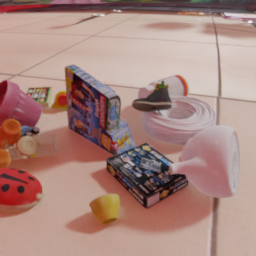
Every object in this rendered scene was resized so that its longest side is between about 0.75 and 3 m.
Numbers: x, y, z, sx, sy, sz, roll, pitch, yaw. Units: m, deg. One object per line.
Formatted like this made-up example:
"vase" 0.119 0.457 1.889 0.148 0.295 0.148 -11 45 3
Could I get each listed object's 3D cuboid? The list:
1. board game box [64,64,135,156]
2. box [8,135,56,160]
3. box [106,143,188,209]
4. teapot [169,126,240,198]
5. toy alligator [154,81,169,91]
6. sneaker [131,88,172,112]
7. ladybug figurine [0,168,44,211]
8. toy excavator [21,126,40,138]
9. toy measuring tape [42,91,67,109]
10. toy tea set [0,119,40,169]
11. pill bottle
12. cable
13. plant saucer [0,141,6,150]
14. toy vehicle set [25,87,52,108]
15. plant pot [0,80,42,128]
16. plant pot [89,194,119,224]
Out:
"board game box" -0.966 -0.428 9.949 2.915 2.916 0.899 37 51 26
"box" -3.313 0.659 9.795 1.526 0.522 0.627 -5 32 -8
"box" 0.547 1.359 8.669 1.665 0.482 2.095 -21 37 -30
"teapot" 2.205 0.910 7.882 1.563 2.140 2.113 -1 50 31
"toy alligator" 1.299 -1.409 11.466 0.522 0.379 1.576 12 42 13
"sneaker" 0.845 -1.080 10.517 1.519 0.568 0.807 0 61 -12
"ladybug figurine" -3.314 1.662 7.936 1.997 0.718 1.355 9 32 14
"toy excavator" -3.968 0.218 10.246 1.099 0.549 1.069 30 38 16
"toy measuring tape" -3.348 -1.274 12.665 2.321 0.854 0.854 -3 31 -5
"toy tea set" -4.229 0.759 8.895 2.571 0.952 1.529 -28 79 -34
"pill bottle" 1.630 -1.629 12.898 2.289 1.254 1.254 -22 37 -32
"cable" 1.953 -0.339 11.019 2.847 0.986 2.848 -7 33 -11
"plant saucer" -5.540 0.678 9.528 2.595 0.486 2.595 7 27 -3
"toy vehicle set" -4.411 -1.497 13.644 1.226 0.262 1.973 -4 31 -7
"plant pot" -4.319 -0.702 10.750 1.606 1.794 1.794 28 10 -40
"plant pot" -0.554 2.142 7.236 0.796 0.796 0.565 -10 57 -16
